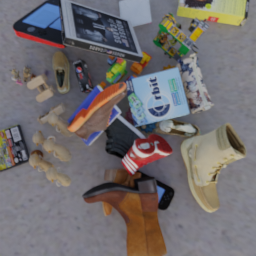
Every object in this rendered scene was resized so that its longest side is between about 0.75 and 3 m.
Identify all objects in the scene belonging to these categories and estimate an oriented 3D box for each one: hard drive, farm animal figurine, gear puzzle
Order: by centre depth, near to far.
[{"bbox_3d":[-1.269,-0.403,10.104,1.257,0.242,1.906,50,119,9],"label":"hard drive"},{"bbox_3d":[1.037,-1.153,10.468,1.427,0.361,2.756,33,90,20],"label":"gear puzzle"},{"bbox_3d":[-4.132,-1.983,10.892,0.895,0.450,0.723,-30,86,-43],"label":"farm animal figurine"}]

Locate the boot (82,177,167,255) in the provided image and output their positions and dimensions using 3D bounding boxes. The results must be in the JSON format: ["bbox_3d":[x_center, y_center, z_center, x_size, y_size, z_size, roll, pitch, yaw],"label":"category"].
[{"bbox_3d":[-0.109,3.131,9.282,2.535,0.922,2.693,-8,92,-14],"label":"boot"}]

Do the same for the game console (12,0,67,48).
[{"bbox_3d":[-2.702,-4.036,10.589,2.370,0.416,2.680,18,52,18],"label":"game console"}]

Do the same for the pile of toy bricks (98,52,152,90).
[{"bbox_3d":[-0.336,-2.141,10.536,1.519,1.352,2.738,37,81,7],"label":"pile of toy bricks"}]

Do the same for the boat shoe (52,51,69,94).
[{"bbox_3d":[-2.617,-2.248,10.902,0.639,0.679,1.783,-14,78,-1],"label":"boat shoe"}]

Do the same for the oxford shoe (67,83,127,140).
[{"bbox_3d":[-0.865,-0.527,9.372,2.574,0.918,0.938,-36,113,26],"label":"oxford shoe"}]

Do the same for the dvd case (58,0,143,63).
[{"bbox_3d":[-0.968,-3.433,9.966,2.870,0.355,2.157,6,53,-29],"label":"dvd case"}]

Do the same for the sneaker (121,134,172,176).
[{"bbox_3d":[0.553,0.966,9.856,1.329,2.301,0.901,-46,61,25],"label":"sneaker"}]

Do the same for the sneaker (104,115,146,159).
[{"bbox_3d":[-0.677,0.164,10.219,2.529,0.894,1.254,37,69,3],"label":"sneaker"}]

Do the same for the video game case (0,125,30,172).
[{"bbox_3d":[-4.527,0.782,10.527,1.347,0.190,1.490,-20,80,-4],"label":"video game case"}]

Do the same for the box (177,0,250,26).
[{"bbox_3d":[3.462,-4.967,11.469,2.767,0.693,1.041,9,79,1],"label":"box"}]

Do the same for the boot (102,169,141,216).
[{"bbox_3d":[-0.217,2.303,9.849,1.321,0.629,1.707,4,92,4],"label":"boot"}]

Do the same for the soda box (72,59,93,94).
[{"bbox_3d":[-1.746,-1.999,10.875,0.394,0.441,1.245,-19,82,16],"label":"soda box"}]

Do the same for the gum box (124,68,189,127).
[{"bbox_3d":[1.005,-1.080,10.040,1.987,0.443,1.688,-14,85,3],"label":"gum box"}]

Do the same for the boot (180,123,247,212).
[{"bbox_3d":[3.027,1.367,9.426,0.977,2.085,2.683,1,68,-41],"label":"boot"}]

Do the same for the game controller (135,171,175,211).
[{"bbox_3d":[0.782,2.255,10.118,1.719,0.362,0.897,26,79,7],"label":"game controller"}]

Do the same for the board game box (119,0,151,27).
[{"bbox_3d":[0.293,-4.748,11.513,1.254,0.162,1.253,-8,79,14],"label":"board game box"}]

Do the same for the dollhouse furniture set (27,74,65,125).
[{"bbox_3d":[-3.172,-1.073,10.289,1.018,1.438,1.565,-31,108,-2],"label":"dollhouse furniture set"}]

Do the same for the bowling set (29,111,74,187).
[{"bbox_3d":[-2.924,0.879,9.668,1.752,1.351,2.517,-15,59,17],"label":"bowling set"}]

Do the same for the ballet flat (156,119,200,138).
[{"bbox_3d":[1.766,-0.044,10.467,1.951,0.637,0.688,8,80,2],"label":"ballet flat"}]

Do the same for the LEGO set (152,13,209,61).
[{"bbox_3d":[1.944,-3.523,10.314,1.738,2.260,1.310,39,86,8],"label":"LEGO set"}]

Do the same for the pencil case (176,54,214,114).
[{"bbox_3d":[2.527,-1.618,10.616,0.866,0.995,2.225,-15,79,-2],"label":"pencil case"}]
